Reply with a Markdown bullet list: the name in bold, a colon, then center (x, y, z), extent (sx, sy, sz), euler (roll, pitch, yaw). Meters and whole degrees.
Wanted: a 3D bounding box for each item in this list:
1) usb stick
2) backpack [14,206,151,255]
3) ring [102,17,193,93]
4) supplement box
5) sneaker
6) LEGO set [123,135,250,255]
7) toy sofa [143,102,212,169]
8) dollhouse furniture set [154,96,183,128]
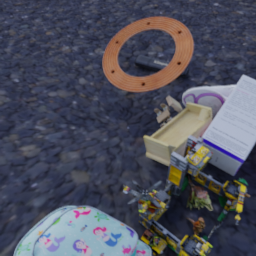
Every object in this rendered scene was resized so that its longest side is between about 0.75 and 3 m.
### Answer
- **usb stick**: center (1.223, -2.293, 10.420), extent (2.062, 0.336, 0.572), euler (19, 47, 18)
- **backpack**: center (-0.873, 2.357, 4.876), extent (2.125, 1.600, 1.886), euler (20, 40, 29)
- **ring**: center (0.576, -2.306, 8.772), extent (2.901, 0.278, 2.901), euler (-8, 63, 16)
- **supplement box**: center (2.778, -0.060, 7.060), extent (1.117, 1.093, 2.161), euler (30, 74, 22)
- **sneaker**: center (2.999, -0.825, 8.692), extent (2.644, 0.990, 1.317), euler (6, 26, 5)
- **LEGO set**: center (1.366, 1.374, 5.833), extent (2.627, 1.522, 2.020), euler (-31, 52, -28)
- **toy sofa**: center (1.408, 0.236, 7.542), extent (2.020, 0.985, 0.836), euler (-37, 39, -30)
- **dollhouse furniture set**: center (1.108, -0.478, 8.182), extent (0.507, 0.780, 0.716), euler (30, 32, -37)
